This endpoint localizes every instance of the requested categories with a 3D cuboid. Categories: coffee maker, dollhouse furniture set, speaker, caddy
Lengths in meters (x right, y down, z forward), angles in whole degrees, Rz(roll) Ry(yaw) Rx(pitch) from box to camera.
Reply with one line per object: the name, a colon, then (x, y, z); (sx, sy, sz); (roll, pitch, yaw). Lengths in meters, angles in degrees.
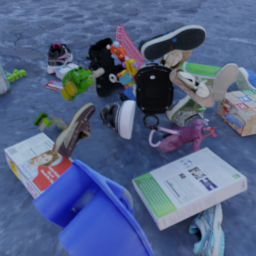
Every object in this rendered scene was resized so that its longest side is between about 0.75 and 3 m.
coffee maker: (0.704, -1.101, 8.660); (1.261, 1.798, 1.872); (22, 15, -2)
dollhouse furniture set: (-2.549, -0.067, 9.351); (0.634, 0.486, 0.968); (45, 15, 31)
speaker: (3.192, -2.197, 11.782); (2.110, 0.933, 0.933); (13, 39, 17)
caddy: (-0.474, 1.747, 5.245); (1.418, 2.702, 1.910); (-41, 51, -19)

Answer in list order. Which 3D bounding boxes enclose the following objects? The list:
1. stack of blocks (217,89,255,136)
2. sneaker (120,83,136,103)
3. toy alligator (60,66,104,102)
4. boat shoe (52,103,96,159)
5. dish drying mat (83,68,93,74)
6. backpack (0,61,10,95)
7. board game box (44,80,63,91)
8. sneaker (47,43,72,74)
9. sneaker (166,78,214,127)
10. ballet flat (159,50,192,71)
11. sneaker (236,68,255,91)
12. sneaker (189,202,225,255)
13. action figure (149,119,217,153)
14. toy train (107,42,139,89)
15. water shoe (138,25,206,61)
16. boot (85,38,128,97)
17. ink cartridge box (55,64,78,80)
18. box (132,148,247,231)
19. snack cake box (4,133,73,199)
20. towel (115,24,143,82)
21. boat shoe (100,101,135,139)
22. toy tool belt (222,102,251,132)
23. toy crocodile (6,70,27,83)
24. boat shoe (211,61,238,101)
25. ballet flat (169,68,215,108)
stack of blocks: (4.773, -0.671, 9.759); (2.743, 0.803, 1.579); (-9, 34, -11)
sneaker: (-0.040, -1.340, 10.253); (0.731, 0.505, 1.315); (-30, 52, 11)
toy alligator: (-1.485, -1.480, 8.361); (0.822, 0.752, 2.772); (-33, 5, -30)
boat shoe: (-1.309, 0.079, 7.627); (0.639, 0.641, 1.776); (30, 55, 5)
dish drying mat: (-1.752, -1.826, 10.371); (0.448, 1.168, 0.106); (19, 58, -30)
backpack: (-5.696, -1.917, 10.839); (1.823, 1.602, 1.397); (-21, 38, -19)
board game box: (-2.947, -1.766, 11.867); (1.089, 0.106, 0.561); (17, 41, 21)
sneaker: (-3.285, -3.629, 13.485); (1.056, 1.135, 2.630); (-2, 36, -5)
sneaker: (2.335, -0.742, 9.369); (2.122, 0.816, 0.940); (-42, 63, 14)
ballet flat: (1.706, -2.606, 11.048); (0.973, 2.759, 0.901); (35, 62, 6)
sneaker: (5.283, -1.711, 11.127); (1.244, 0.858, 2.235); (-12, 42, -6)
sneaker: (1.745, 2.108, 6.297); (0.714, 0.642, 1.655); (3, 37, 9)
action figure: (1.693, 0.128, 8.164); (1.790, 1.333, 1.199); (-15, 58, 39)
toy train: (-0.148, -2.108, 9.392); (1.211, 1.613, 0.449); (32, 56, 17)
water shoe: (1.481, -3.050, 9.621); (2.365, 0.845, 0.933); (-17, 39, -8)
boot: (-0.742, -2.609, 11.256); (0.893, 1.976, 2.412); (12, 42, 24)
ink cartridge box: (-2.685, -2.517, 12.600); (0.938, 0.393, 0.680); (-28, 42, -32)
box: (1.384, 1.346, 6.690); (2.220, 0.403, 1.602); (-20, 27, -10)
snack cake box: (-2.269, 1.092, 7.565); (1.211, 0.708, 2.106); (-27, 45, -34)
towel: (0.162, -3.079, 12.034); (0.329, 2.114, 2.923); (-27, 36, 21)
boat shoe: (-0.333, -0.339, 8.119); (0.977, 1.031, 2.948); (8, 7, 0)
toy tool belt: (2.682, -0.266, 7.179); (0.777, 0.477, 0.485); (34, 1, 7)
toy crocodile: (-5.012, -2.254, 12.364); (0.385, 0.352, 1.139); (22, 47, 26)
boat shoe: (2.408, -1.214, 7.042); (0.520, 1.389, 0.430); (9, 61, 11)
ballet flat: (1.687, -1.053, 7.223); (1.417, 0.476, 0.482); (36, 62, 8)
